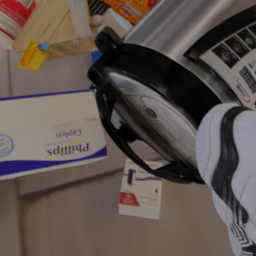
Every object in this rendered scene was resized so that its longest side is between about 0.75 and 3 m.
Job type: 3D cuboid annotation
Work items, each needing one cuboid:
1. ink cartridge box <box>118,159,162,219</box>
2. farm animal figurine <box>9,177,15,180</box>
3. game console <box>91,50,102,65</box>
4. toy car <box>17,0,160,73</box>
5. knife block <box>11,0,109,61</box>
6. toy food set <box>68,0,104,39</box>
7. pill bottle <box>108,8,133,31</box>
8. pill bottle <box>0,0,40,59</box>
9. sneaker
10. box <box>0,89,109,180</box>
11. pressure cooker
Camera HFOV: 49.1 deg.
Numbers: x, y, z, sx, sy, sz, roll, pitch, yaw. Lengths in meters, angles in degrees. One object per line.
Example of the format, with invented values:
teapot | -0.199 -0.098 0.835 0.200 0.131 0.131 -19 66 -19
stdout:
ink cartridge box | 0.305 1.344 6.336 0.880 0.511 1.220 5 45 5
farm animal figurine | -3.115 0.703 6.869 1.350 0.841 1.672 -44 60 -13
game console | 0.059 -2.973 9.933 2.793 1.653 2.384 -5 46 -6
toy car | -0.406 -1.647 4.859 2.878 1.412 0.958 -48 36 -4
knife block | -1.310 -2.628 5.908 2.377 0.760 2.086 -4 83 25
toy food set | -0.678 -2.006 4.440 0.352 1.166 0.837 -17 21 -20
pill bottle | 0.595 -4.220 8.470 2.573 1.447 1.447 -42 50 7
pill bottle | -2.811 -2.456 6.331 0.993 0.993 1.770 28 85 25
sneaker | 1.386 0.695 2.123 1.177 2.049 0.770 3 42 51
box | -1.286 0.177 3.887 1.563 1.700 0.892 -9 84 -21
pressure cooker | 0.911 -0.619 4.496 2.533 2.572 2.880 34 73 27
